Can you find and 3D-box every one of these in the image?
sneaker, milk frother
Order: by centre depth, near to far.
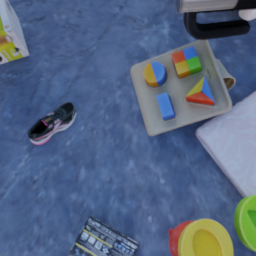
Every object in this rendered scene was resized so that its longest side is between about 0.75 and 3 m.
[{"bbox_3d":[1.849,-2.357,5.026,1.862,1.979,1.786,-3,116,5],"label":"milk frother"},{"bbox_3d":[-1.852,-0.128,6.848,0.558,0.600,1.390,42,78,9],"label":"sneaker"}]

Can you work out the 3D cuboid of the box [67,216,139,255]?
[{"bbox_3d":[-0.553,2.734,6.194,1.304,0.320,1.051,27,75,7],"label":"box"}]

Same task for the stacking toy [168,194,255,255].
[{"bbox_3d":[2.357,2.883,5.959,2.556,1.193,2.824,-27,83,-22],"label":"stacking toy"}]

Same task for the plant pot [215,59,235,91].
[{"bbox_3d":[2.199,-1.330,7.148,0.804,0.804,0.736,-13,64,-4],"label":"plant pot"}]

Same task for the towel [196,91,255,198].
[{"bbox_3d":[3.338,0.399,6.806,2.539,0.409,2.425,-31,77,-8],"label":"towel"}]

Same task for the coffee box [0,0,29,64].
[{"bbox_3d":[-3.467,-2.485,7.164,1.232,1.244,1.246,-19,75,-5],"label":"coffee box"}]

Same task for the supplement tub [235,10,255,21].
[{"bbox_3d":[3.019,-4.382,7.374,1.841,1.841,2.549,-34,78,-9],"label":"supplement tub"}]

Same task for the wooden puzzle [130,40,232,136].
[{"bbox_3d":[1.150,-1.015,6.762,2.104,0.487,1.949,-20,74,18],"label":"wooden puzzle"}]
